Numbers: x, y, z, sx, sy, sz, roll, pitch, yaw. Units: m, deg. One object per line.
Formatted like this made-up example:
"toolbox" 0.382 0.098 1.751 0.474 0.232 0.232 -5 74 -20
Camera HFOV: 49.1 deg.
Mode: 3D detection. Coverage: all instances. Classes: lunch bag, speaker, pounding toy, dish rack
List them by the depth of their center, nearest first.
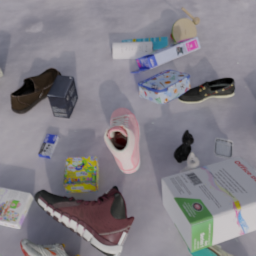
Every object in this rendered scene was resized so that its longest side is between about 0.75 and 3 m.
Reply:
"dish rack" 3.470 0.759 10.222 0.681 0.173 0.794 12 52 9
"lunch bag" 1.442 -1.761 11.644 2.050 0.775 1.643 -27 36 -27
"speaker" 0.187 -3.711 13.439 1.942 0.788 0.788 -3 51 -2
"pounding toy" 2.798 -5.028 14.428 1.366 0.821 1.770 23 88 -19

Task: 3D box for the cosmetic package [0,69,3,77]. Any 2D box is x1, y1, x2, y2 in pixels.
"cosmetic package" -6.724 -2.167 11.885 0.876 1.297 2.466 26 57 20

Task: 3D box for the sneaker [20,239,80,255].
"sneaker" -2.138 3.521 7.728 1.830 0.712 0.752 24 50 7

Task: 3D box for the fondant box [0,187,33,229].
"fondant box" -3.857 2.442 8.701 1.435 0.418 1.035 9 51 8

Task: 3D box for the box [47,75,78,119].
"box" -2.567 -1.232 11.153 0.720 1.227 1.206 8 51 6

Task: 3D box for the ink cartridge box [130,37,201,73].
"ink cartridge box" 1.496 -3.179 12.338 2.909 0.610 1.736 -26 16 -7

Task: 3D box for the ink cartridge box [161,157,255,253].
"ink cartridge box" 2.602 2.080 8.116 2.731 1.147 1.978 -13 29 -11

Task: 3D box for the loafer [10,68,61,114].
"loafer" -3.797 -1.721 11.702 1.000 0.978 2.741 23 55 18

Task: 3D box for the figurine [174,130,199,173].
"figurine" 1.968 0.984 9.258 0.610 1.382 1.416 -3 52 -3

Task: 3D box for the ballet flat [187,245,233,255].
"ballet flat" 2.594 3.650 7.702 2.060 0.695 0.642 30 29 18

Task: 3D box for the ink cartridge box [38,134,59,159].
"ink cartridge box" -2.911 0.664 10.273 0.441 0.207 0.938 8 51 5

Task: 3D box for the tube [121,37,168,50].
"tube" 0.817 -4.208 14.056 2.344 0.591 0.908 -1 41 5

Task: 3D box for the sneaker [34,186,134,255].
"sneaker" -1.139 2.246 8.230 2.969 1.123 1.715 31 73 10

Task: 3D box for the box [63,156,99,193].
"box" -1.532 1.541 9.280 1.054 0.643 1.015 -2 51 0

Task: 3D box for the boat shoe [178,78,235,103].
"boat shoe" 3.212 -1.577 11.599 2.329 0.730 0.852 -9 44 9

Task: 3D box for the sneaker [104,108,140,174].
"sneaker" -0.217 0.063 9.870 1.065 1.479 2.829 -15 51 9
